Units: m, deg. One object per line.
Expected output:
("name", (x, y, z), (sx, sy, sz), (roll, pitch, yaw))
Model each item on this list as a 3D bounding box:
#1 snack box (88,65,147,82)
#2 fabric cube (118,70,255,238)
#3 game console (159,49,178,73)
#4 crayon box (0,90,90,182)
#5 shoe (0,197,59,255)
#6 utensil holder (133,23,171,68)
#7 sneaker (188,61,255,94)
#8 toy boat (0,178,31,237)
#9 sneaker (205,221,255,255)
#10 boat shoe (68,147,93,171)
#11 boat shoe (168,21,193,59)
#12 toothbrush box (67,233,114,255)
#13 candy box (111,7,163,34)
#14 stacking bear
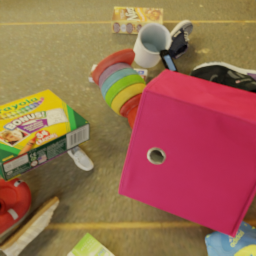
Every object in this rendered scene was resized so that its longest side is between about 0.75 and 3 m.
("snack box", (-0.385, -2.023, 10.901), (2.175, 0.264, 0.782), (7, 52, 7))
("fabric cube", (1.599, 0.376, 6.658), (2.659, 2.617, 2.667), (19, 24, 11))
("game console", (1.573, -1.839, 9.790), (1.125, 0.230, 1.907), (-30, 95, -52))
("crayon box", (-2.874, 0.043, 8.205), (2.665, 0.777, 2.299), (-28, 50, -35))
("shoe", (-2.339, 2.423, 6.936), (1.713, 0.599, 0.457), (-43, 104, -33))
("utensil holder", (0.863, -3.096, 10.764), (1.224, 1.440, 1.224), (1, 80, -8))
("sneaker", (3.529, -1.467, 9.681), (2.864, 1.085, 1.254), (4, 47, -5))
("toy boat", (-3.305, 1.816, 6.693), (1.312, 1.314, 2.010), (29, 37, 22))
("sneaker", (3.047, 2.653, 6.291), (2.782, 1.054, 1.461), (-7, 49, -5))
("boat shoe", (-1.471, 0.831, 8.328), (1.110, 0.385, 0.393), (36, 60, 28))
("boat shoe", (2.306, -3.737, 12.006), (1.077, 0.867, 2.323), (33, 67, 34))
("toothbrush box", (-0.804, 3.023, 6.388), (0.964, 0.415, 0.702), (33, 56, 24))
("candy box", (0.450, -5.125, 13.384), (2.383, 0.659, 1.376), (4, 50, 3))
("stacking bear", (0.095, -0.981, 9.123), (1.546, 1.650, 2.718), (-20, 65, -29))
